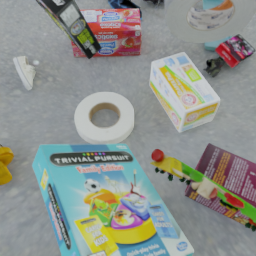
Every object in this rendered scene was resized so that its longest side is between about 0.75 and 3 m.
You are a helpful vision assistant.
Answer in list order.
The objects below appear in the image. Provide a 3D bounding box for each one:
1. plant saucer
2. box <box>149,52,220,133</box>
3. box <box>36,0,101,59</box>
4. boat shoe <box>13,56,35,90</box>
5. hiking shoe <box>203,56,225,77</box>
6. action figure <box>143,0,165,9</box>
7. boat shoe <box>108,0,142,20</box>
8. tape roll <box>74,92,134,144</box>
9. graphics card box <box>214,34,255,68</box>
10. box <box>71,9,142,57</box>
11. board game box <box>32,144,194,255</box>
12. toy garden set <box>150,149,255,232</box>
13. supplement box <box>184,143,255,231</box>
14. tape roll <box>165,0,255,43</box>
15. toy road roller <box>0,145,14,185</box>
[{"bbox_3d":[3.304,-3.920,10.565,0.999,0.271,2.858,8,59,0],"label":"plant saucer"},{"bbox_3d":[1.592,-1.071,8.302,1.161,1.046,2.064,-20,60,-13],"label":"box"},{"bbox_3d":[-1.576,-2.706,6.529,0.475,2.144,1.717,-43,77,0],"label":"box"},{"bbox_3d":[-3.301,-1.843,9.142,0.524,0.532,1.501,-24,54,-12],"label":"boat shoe"},{"bbox_3d":[2.913,-2.192,9.361,0.520,0.391,1.033,34,63,0],"label":"hiking shoe"},{"bbox_3d":[1.072,-5.894,11.277,1.517,1.303,2.553,-6,55,-17],"label":"action figure"},{"bbox_3d":[-0.069,-4.902,11.001,1.841,0.632,0.775,38,65,22],"label":"boat shoe"},{"bbox_3d":[-0.685,-0.290,8.236,1.778,0.325,1.778,0,58,0],"label":"tape roll"},{"bbox_3d":[3.618,-2.609,9.426,1.355,0.345,0.850,-31,76,-36],"label":"graphics card box"},{"bbox_3d":[-0.744,-3.271,9.657,2.371,1.132,1.182,-2,57,-1],"label":"box"},{"bbox_3d":[-0.337,1.319,4.758,1.885,0.586,2.497,2,40,-38],"label":"board game box"},{"bbox_3d":[1.265,1.027,4.503,1.840,1.534,0.367,33,91,51],"label":"toy garden set"},{"bbox_3d":[2.649,1.484,6.530,2.320,1.280,0.993,25,60,15],"label":"supplement box"},{"bbox_3d":[1.950,-2.994,6.765,2.113,2.113,0.698,1,70,0],"label":"tape roll"},{"bbox_3d":[-3.693,1.023,7.032,1.641,1.009,1.198,-33,75,-20],"label":"toy road roller"}]
